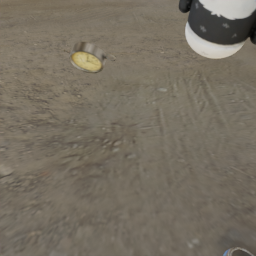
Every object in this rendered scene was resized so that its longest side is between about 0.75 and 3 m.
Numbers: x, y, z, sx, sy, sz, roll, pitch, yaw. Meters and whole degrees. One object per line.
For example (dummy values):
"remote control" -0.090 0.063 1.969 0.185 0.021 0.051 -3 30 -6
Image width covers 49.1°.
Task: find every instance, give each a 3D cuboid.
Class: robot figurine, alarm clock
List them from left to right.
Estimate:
"alarm clock" -1.003 -2.004 7.953 1.459 0.984 0.486 8 66 22
"robot figurine" 2.445 -3.052 6.965 1.702 2.727 2.049 -11 57 -13

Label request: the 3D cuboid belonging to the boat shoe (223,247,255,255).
"boat shoe" 2.250 2.384 4.015 0.699 0.700 1.936 -23 40 -30
